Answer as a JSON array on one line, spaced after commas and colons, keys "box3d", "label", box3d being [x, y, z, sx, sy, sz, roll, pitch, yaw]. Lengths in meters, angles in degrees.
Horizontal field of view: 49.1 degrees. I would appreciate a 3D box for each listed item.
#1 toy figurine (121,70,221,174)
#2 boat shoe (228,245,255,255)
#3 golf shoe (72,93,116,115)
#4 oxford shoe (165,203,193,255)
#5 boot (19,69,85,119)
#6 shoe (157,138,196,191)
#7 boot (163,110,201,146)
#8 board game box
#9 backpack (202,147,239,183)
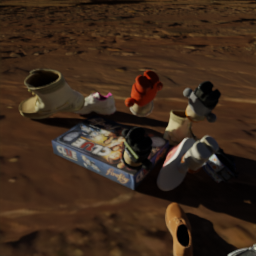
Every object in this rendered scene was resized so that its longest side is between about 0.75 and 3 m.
[{"box3d": [0.939, -0.019, 6.426, 2.156, 1.523, 2.190, 7, 66, -2], "label": "toy figurine"}, {"box3d": [2.408, 2.276, 4.981, 1.370, 0.464, 0.491, -3, 31, -5], "label": "boat shoe"}, {"box3d": [-1.317, -0.907, 9.964, 1.756, 0.804, 0.661, 0, 32, 0], "label": "golf shoe"}, {"box3d": [1.042, 1.942, 5.545, 0.485, 0.484, 1.359, -3, 29, -2], "label": "oxford shoe"}, {"box3d": [-2.805, -1.054, 8.957, 2.370, 1.833, 0.854, -7, 68, 14], "label": "boot"}, {"box3d": [1.164, 0.971, 7.122, 0.565, 0.720, 1.582, 39, 65, -1], "label": "shoe"}, {"box3d": [1.739, 0.103, 7.823, 1.371, 1.066, 0.499, 19, 37, 11], "label": "boot"}, {"box3d": [-0.488, 0.535, 7.868, 2.736, 0.473, 1.854, 18, 36, 28], "label": "board game box"}, {"box3d": [2.149, 0.835, 6.701, 0.654, 0.808, 0.849, -39, 7, 21], "label": "backpack"}]
